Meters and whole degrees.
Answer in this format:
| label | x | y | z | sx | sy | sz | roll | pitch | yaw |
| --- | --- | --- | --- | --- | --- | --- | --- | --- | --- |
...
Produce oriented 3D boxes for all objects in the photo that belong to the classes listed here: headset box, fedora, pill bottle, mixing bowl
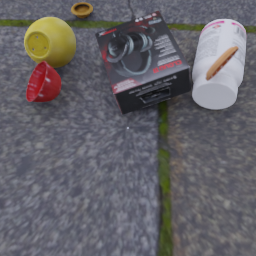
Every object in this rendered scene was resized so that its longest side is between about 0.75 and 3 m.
| label | x | y | z | sx | sy | sz | roll | pitch | yaw |
| --- | --- | --- | --- | --- | --- | --- | --- | --- | --- |
| headset box | 0.440 | -1.934 | 8.566 | 2.214 | 1.149 | 2.975 | -19 | 56 | 3 |
| fedora | -1.812 | -4.613 | 11.096 | 0.855 | 0.349 | 0.855 | -1 | 60 | 2 |
| pill bottle | 2.871 | -2.016 | 8.898 | 1.505 | 1.505 | 2.655 | 14 | 61 | 8 |
| mixing bowl | -2.475 | -1.283 | 8.473 | 0.691 | 1.276 | 1.276 | 22 | 50 | -38 |

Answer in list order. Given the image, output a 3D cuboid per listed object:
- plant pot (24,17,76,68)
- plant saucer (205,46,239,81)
| label | x | y | z | sx | sy | sz | roll | pitch | yaw |
| --- | --- | --- | --- | --- | --- | --- | --- | --- | --- |
| plant pot | -2.640 | -2.695 | 9.003 | 1.651 | 1.651 | 1.172 | 8 | 21 | 4 |
| plant saucer | 2.416 | -1.694 | 7.316 | 1.113 | 1.113 | 0.180 | -40 | 79 | -21 |
